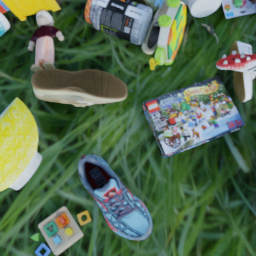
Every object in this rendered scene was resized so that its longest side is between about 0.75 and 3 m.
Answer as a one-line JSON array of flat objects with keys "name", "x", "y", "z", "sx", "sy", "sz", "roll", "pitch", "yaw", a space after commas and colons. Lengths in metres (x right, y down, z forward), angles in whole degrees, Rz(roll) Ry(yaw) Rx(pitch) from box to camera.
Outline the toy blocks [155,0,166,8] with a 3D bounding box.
[{"name": "toy blocks", "x": 1.355, "y": -4.611, "z": 9.031, "sx": 0.484, "sy": 1.111, "sz": 1.333, "roll": 26, "pitch": 76, "yaw": -31}]

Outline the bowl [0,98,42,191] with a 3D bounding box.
[{"name": "bowl", "x": -3.248, "y": 0.759, "z": 7.402, "sx": 1.530, "sy": 2.844, "sz": 2.844, "roll": 40, "pitch": 74, "yaw": -21}]

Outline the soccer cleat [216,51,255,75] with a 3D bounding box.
[{"name": "soccer cleat", "x": 3.618, "y": -1.851, "z": 8.261, "sx": 1.921, "sy": 0.818, "sz": 0.659, "roll": -8, "pitch": 41, "yaw": 14}]

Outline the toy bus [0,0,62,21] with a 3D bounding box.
[{"name": "toy bus", "x": -3.776, "y": -5.089, "z": 9.645, "sx": 2.505, "sy": 1.770, "sz": 2.609, "roll": -19, "pitch": 70, "yaw": 11}]

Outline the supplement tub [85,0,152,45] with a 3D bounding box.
[{"name": "supplement tub", "x": -0.321, "y": -3.648, "z": 9.265, "sx": 2.014, "sy": 1.234, "sz": 1.234, "roll": 22, "pitch": 73, "yaw": 6}]

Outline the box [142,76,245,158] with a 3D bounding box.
[{"name": "box", "x": 1.948, "y": -0.359, "z": 8.595, "sx": 2.579, "sy": 0.486, "sz": 1.762, "roll": -20, "pitch": 73, "yaw": -6}]

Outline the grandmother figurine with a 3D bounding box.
[{"name": "grandmother figurine", "x": -2.780, "y": -2.952, "z": 9.351, "sx": 1.311, "sy": 0.655, "sz": 2.162, "roll": -8, "pitch": 73, "yaw": 3}]

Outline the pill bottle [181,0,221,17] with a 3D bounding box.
[{"name": "pill bottle", "x": 2.323, "y": -5.177, "z": 9.662, "sx": 1.417, "sy": 1.417, "sz": 2.523, "roll": -11, "pitch": 73, "yaw": -4}]

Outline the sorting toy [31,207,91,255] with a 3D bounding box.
[{"name": "sorting toy", "x": -1.866, "y": 2.816, "z": 7.700, "sx": 1.745, "sy": 0.238, "sz": 0.982, "roll": -35, "pitch": 75, "yaw": -11}]

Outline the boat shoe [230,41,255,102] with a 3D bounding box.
[{"name": "boat shoe", "x": 3.797, "y": -1.819, "z": 8.935, "sx": 0.724, "sy": 0.740, "sz": 2.090, "roll": 2, "pitch": 74, "yaw": -4}]

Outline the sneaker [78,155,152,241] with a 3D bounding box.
[{"name": "sneaker", "x": -0.472, "y": 1.872, "z": 7.420, "sx": 1.109, "sy": 1.336, "sz": 2.798, "roll": -42, "pitch": 76, "yaw": -9}]

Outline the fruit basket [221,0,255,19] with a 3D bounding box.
[{"name": "fruit basket", "x": 3.886, "y": -4.691, "z": 9.782, "sx": 1.406, "sy": 0.712, "sz": 1.518, "roll": -14, "pitch": 83, "yaw": -7}]

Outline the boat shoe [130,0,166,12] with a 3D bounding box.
[{"name": "boat shoe", "x": 0.192, "y": -5.303, "z": 9.912, "sx": 0.896, "sy": 1.039, "sz": 2.849, "roll": -33, "pitch": 79, "yaw": -12}]

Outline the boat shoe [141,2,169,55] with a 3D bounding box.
[{"name": "boat shoe", "x": 1.056, "y": -3.325, "z": 9.223, "sx": 0.679, "sy": 0.612, "sz": 1.883, "roll": 29, "pitch": 91, "yaw": -7}]

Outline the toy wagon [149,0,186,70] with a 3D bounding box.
[{"name": "toy wagon", "x": 1.245, "y": -2.722, "z": 8.589, "sx": 0.457, "sy": 1.793, "sz": 2.311, "roll": 15, "pitch": 67, "yaw": 18}]

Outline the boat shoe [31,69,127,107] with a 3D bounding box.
[{"name": "boat shoe", "x": -1.464, "y": -1.150, "z": 8.653, "sx": 2.842, "sy": 0.923, "sz": 1.025, "roll": 3, "pitch": 62, "yaw": -11}]

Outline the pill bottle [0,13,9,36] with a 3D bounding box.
[{"name": "pill bottle", "x": -4.838, "y": -3.186, "z": 9.284, "sx": 0.910, "sy": 0.910, "sz": 1.643, "roll": 37, "pitch": 76, "yaw": 11}]

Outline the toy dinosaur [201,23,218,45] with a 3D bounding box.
[{"name": "toy dinosaur", "x": 2.847, "y": -3.308, "z": 9.586, "sx": 0.223, "sy": 0.414, "sz": 0.940, "roll": -32, "pitch": 74, "yaw": 8}]
